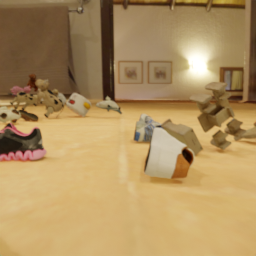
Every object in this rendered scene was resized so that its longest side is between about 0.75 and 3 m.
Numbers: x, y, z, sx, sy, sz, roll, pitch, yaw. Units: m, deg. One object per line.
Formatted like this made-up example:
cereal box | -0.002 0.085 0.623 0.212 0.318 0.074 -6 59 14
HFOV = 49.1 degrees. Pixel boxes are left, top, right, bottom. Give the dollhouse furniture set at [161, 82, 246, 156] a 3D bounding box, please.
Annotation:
dollhouse furniture set | 1.768 -0.155 6.768 1.553 1.361 1.032 -36 22 -10

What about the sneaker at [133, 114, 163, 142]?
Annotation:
sneaker | 0.674 0.079 8.543 0.805 0.728 1.889 11 16 7

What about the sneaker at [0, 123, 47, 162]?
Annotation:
sneaker | -2.626 0.295 5.922 1.710 0.816 0.676 -3 10 -13

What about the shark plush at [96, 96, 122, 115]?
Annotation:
shark plush | -0.949 -1.135 15.105 0.692 0.755 1.662 -37 -27 26

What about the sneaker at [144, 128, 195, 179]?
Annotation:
sneaker | 0.760 0.514 5.227 0.827 0.711 1.954 13 14 3

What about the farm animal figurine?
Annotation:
farm animal figurine | -4.394 -1.660 14.277 2.698 1.422 2.728 38 28 -23

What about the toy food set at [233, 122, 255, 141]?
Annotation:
toy food set | 4.303 -0.151 7.308 1.743 0.432 2.741 -31 3 -23

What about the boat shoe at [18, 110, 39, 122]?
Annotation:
boat shoe | -4.788 -0.509 13.459 1.124 0.382 0.404 24 23 16

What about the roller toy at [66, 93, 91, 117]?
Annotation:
roller toy | -2.720 -1.302 15.597 1.247 0.955 1.366 33 -10 -8

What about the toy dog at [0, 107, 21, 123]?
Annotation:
toy dog | -5.188 -0.575 12.201 1.059 0.739 1.027 5 -3 20
